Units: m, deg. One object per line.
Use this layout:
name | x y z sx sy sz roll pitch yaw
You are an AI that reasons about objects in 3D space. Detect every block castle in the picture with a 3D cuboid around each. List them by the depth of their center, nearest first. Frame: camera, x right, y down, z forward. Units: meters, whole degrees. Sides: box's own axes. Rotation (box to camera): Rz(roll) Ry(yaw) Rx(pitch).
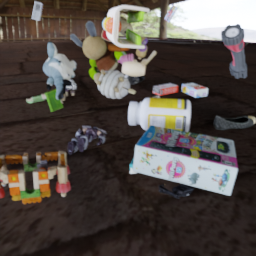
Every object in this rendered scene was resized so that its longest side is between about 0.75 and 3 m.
block castle | -2.574 1.326 7.504 2.002 0.939 1.338 -3 18 -13

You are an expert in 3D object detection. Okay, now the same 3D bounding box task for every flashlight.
flashlight | 3.926 -2.748 10.307 0.768 2.260 0.765 0 64 25

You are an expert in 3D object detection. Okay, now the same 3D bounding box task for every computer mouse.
computer mouse | 1.242 1.660 7.406 0.717 0.235 1.020 16 13 35

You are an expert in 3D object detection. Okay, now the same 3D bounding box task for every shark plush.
shark plush | -2.000 -1.448 8.181 1.063 0.975 2.340 33 22 -50

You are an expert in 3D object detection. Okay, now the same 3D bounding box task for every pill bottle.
pill bottle | 1.263 -0.523 11.327 2.408 1.349 1.349 4 23 9

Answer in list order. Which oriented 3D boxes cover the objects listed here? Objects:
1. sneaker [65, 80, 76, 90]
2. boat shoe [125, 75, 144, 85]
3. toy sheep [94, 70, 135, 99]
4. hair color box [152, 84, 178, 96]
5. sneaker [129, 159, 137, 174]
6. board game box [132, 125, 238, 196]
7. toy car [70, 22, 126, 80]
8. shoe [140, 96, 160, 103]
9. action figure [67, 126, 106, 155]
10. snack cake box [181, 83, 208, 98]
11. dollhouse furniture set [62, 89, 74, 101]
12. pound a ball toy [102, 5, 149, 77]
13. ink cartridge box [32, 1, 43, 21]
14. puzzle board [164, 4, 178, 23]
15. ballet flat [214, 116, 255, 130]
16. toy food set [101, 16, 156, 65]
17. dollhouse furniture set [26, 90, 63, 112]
sneaker | -3.852 -2.730 17.686 0.835 0.512 1.283 -2 31 -28
boat shoe | 0.446 -3.251 18.790 0.714 0.753 2.154 11 17 27
toy sheep | -0.535 -1.634 10.621 1.736 1.197 1.197 28 31 14
hair color box | 2.231 -2.310 16.796 1.421 0.435 0.721 -14 27 -32
sneaker | 0.294 1.087 8.690 0.356 0.366 0.919 -3 19 24
board game box | 1.711 0.827 8.356 2.720 0.874 2.006 11 20 13
toy car | -1.479 -3.726 12.919 1.911 2.326 1.835 -30 41 23
shoe | 0.901 -1.192 13.995 1.972 0.526 0.689 -19 29 -38
action figure | -1.508 0.377 10.226 1.153 0.615 1.772 1 18 21
snack cake box | 3.905 -2.229 16.536 0.833 0.487 1.448 -8 24 -23
dollhouse furniture set | -3.498 -2.092 15.698 0.981 0.879 1.239 -5 23 -11
pound a ball toy | -0.179 -2.607 8.153 1.119 1.717 2.634 3 22 -10
ink cartridge box | -3.753 -4.836 11.641 0.318 0.688 1.263 12 17 -18
puzzle board | 2.087 -5.598 13.712 0.068 0.781 0.589 13 33 -30
ballet flat | 4.540 -0.286 11.775 1.991 0.565 0.662 -7 24 -16
toy food set | -0.096 -2.893 9.798 2.115 1.344 0.333 35 31 -19
dollhouse furniture set | -4.212 -1.329 14.547 1.241 0.959 2.484 -26 14 -34
